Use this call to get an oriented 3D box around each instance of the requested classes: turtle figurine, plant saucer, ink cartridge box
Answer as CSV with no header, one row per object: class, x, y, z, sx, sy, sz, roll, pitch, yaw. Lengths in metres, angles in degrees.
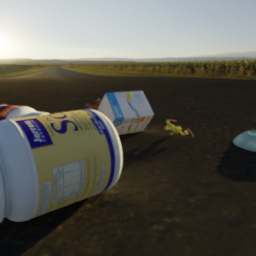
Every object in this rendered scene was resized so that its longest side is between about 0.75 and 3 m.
turtle figurine,1.910,0.110,11.203,1.269,0.409,1.023,29,-13,-12
plant saucer,5.085,0.433,10.427,2.200,0.423,2.200,0,15,0
ink cartridge box,-0.135,-0.605,11.696,1.819,1.339,1.315,-8,61,-29

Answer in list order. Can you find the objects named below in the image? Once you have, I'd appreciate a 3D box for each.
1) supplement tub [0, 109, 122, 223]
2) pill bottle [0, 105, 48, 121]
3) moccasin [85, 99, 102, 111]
supplement tub,-1.746,0.728,5.913,2.787,2.026,2.026,-11,18,-40
pill bottle,-3.817,0.111,9.014,2.962,1.691,1.691,6,15,25
moccasin,-1.640,-1.455,17.158,2.021,0.780,0.739,-3,14,-11
